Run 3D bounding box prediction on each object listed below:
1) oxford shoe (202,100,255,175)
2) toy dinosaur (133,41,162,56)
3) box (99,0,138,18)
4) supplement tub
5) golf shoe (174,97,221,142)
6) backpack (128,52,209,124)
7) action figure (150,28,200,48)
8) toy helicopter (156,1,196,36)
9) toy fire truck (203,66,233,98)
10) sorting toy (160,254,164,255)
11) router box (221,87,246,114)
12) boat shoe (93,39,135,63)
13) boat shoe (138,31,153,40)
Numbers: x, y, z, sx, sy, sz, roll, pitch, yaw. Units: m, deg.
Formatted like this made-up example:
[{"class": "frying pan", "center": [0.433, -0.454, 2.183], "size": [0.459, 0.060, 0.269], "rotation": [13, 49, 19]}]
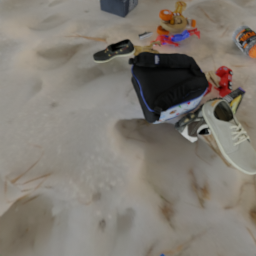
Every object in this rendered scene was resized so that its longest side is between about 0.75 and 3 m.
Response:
[{"class": "oxford shoe", "center": [3.591, 0.266, 9.564], "size": [1.103, 0.847, 2.934], "rotation": [-26, 79, -25]}, {"class": "toy dinosaur", "center": [0.794, -3.488, 12.740], "size": [1.409, 0.811, 2.787], "rotation": [-21, 48, -23]}, {"class": "box", "center": [-0.495, -7.092, 15.469], "size": [1.596, 0.989, 1.569], "rotation": [25, 57, 18]}, {"class": "supplement tub", "center": [5.681, -4.044, 13.192], "size": [0.938, 0.938, 1.530], "rotation": [-15, 54, -11]}, {"class": "golf shoe", "center": [2.849, -0.284, 10.512], "size": [2.336, 0.908, 1.104], "rotation": [-33, 77, -21]}, {"class": "backpack", "center": [1.554, -1.468, 10.456], "size": [2.543, 2.056, 2.669], "rotation": [-17, 71, -5]}, {"class": "action figure", "center": [2.236, -4.293, 13.531], "size": [2.338, 0.604, 0.765], "rotation": [-9, 42, 1]}, {"class": "toy helicopter", "center": [2.652, -5.764, 14.448], "size": [1.848, 1.102, 2.794], "rotation": [16, 52, 8]}, {"class": "toy fire truck", "center": [3.618, -1.920, 11.495], "size": [1.342, 0.464, 1.904], "rotation": [26, 57, -15]}, {"class": "sorting toy", "center": [1.637, 4.550, 7.015], "size": [2.916, 0.397, 1.642], "rotation": [32, 63, 22]}, {"class": "router box", "center": [3.791, -0.808, 10.524], "size": [0.994, 1.264, 0.330], "rotation": [-31, 59, -21]}, {"class": "boat shoe", "center": [-0.725, -3.501, 12.663], "size": [2.042, 0.640, 0.747], "rotation": [-9, 54, 22]}, {"class": "boat shoe", "center": [0.879, -4.702, 14.036], "size": [0.843, 0.311, 0.288], "rotation": [-27, 91, -16]}]
